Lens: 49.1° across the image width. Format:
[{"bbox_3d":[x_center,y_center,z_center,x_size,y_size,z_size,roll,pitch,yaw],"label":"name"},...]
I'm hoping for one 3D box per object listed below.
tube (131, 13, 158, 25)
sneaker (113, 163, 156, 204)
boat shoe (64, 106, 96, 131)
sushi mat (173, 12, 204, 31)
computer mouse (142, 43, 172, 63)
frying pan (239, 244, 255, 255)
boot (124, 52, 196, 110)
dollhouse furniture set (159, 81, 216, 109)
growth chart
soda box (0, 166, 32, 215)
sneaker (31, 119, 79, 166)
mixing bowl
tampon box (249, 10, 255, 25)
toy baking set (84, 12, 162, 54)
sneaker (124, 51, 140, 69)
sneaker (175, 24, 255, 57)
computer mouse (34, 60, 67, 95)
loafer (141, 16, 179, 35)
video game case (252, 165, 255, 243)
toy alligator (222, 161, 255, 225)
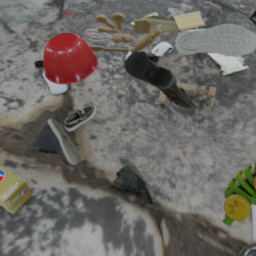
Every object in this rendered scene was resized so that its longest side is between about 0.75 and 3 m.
[{"bbox_3d":[0.899,-5.714,14.905,1.481,0.430,0.384,-28,92,-18],"label":"tube"},{"bbox_3d":[0.132,1.771,8.260,0.882,0.589,1.540,-27,51,-20],"label":"sneaker"},{"bbox_3d":[-1.730,-0.441,10.237,0.504,0.454,1.425,31,56,24],"label":"boat shoe"},{"bbox_3d":[1.481,-2.589,6.777,0.800,0.048,0.383,-19,81,-22],"label":"sushi mat"},{"bbox_3d":[1.411,-3.602,13.025,0.948,0.379,1.729,34,57,27],"label":"computer mouse"},{"bbox_3d":[3.479,3.201,7.038,1.557,0.253,0.942,-40,66,-12],"label":"frying pan"},{"bbox_3d":[0.928,-1.287,8.227,2.038,1.774,0.705,41,96,35],"label":"boot"},{"bbox_3d":[2.255,-1.207,10.756,1.977,1.025,0.875,11,89,10],"label":"dollhouse furniture set"},{"bbox_3d":[4.501,-3.190,12.799,1.524,0.187,2.105,-13,50,-12],"label":"growth chart"},{"bbox_3d":[-4.058,1.514,8.298,2.428,0.822,0.777,26,54,21],"label":"soda box"},{"bbox_3d":[-1.843,0.551,7.077,0.814,0.573,1.533,-44,54,9],"label":"sneaker"},{"bbox_3d":[-1.765,-2.111,8.027,1.652,0.894,1.652,-5,51,6],"label":"mixing bowl"},{"bbox_3d":[4.660,-3.400,8.538,0.879,1.043,1.392,-45,86,0],"label":"tampon box"},{"bbox_3d":[-0.243,-2.836,8.575,1.964,2.559,0.298,12,75,-24],"label":"toy baking set"},{"bbox_3d":[0.098,-3.007,12.528,0.478,0.493,1.349,-2,46,39],"label":"sneaker"},{"bbox_3d":[2.975,-2.961,9.448,2.626,1.003,1.057,10,21,23],"label":"sneaker"},{"bbox_3d":[-3.148,-2.334,11.831,1.308,0.523,2.385,-17,51,-16],"label":"computer mouse"},{"bbox_3d":[1.276,-4.139,11.349,1.810,0.618,0.685,21,37,30],"label":"loafer"},{"bbox_3d":[4.700,2.322,7.975,2.227,0.280,2.447,11,49,10],"label":"video game case"},{"bbox_3d":[2.737,0.845,5.434,0.716,2.980,0.988,48,27,16],"label":"toy alligator"}]
